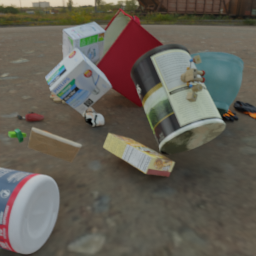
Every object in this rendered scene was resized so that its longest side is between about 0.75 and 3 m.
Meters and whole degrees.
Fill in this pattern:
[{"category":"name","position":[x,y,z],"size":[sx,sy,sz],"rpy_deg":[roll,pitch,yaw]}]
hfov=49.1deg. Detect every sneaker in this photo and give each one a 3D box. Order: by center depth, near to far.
[{"category":"sneaker","position":[-1.450,-0.424,10.470],"size":[0.534,0.492,1.335],"rpy_deg":[-21,32,-33]}]

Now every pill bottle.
[{"category":"pill bottle","position":[-2.691,1.462,5.408],"size":[2.347,1.403,1.403],"rpy_deg":[6,26,15]}]

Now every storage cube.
[{"category":"storage cube","position":[0.061,-2.979,12.033],"size":[2.689,2.992,2.557],"rpy_deg":[31,18,-27]}]

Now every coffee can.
[{"category":"coffee can","position":[1.305,-0.765,7.763],"size":[1.822,1.822,2.489],"rpy_deg":[-10,65,-21]}]

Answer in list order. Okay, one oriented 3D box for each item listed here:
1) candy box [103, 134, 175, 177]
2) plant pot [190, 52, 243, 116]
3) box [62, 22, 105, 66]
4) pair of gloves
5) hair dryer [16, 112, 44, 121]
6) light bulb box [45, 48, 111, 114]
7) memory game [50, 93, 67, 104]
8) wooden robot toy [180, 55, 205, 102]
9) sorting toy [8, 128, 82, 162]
[{"category":"candy box","position":[0.258,0.722,7.576],"size":[1.743,0.482,1.006],"rpy_deg":[25,6,43]},{"category":"plant pot","position":[2.707,-1.320,9.853],"size":[2.550,1.709,2.550],"rpy_deg":[3,-10,0]},{"category":"box","position":[-1.653,-2.895,10.270],"size":[1.358,1.539,0.744],"rpy_deg":[-28,59,-33]},{"category":"pair of gloves","position":[4.338,-0.735,11.408],"size":[2.003,0.248,1.785],"rpy_deg":[-5,26,-12]},{"category":"hair dryer","position":[-3.687,-0.495,10.841],"size":[1.075,0.292,0.818],"rpy_deg":[15,28,27]},{"category":"light bulb box","position":[-1.720,-1.602,9.782],"size":[1.555,1.569,0.979],"rpy_deg":[-42,46,9]},{"category":"memory game","position":[-2.552,-1.572,13.283],"size":[2.301,0.147,2.301],"rpy_deg":[0,26,0]},{"category":"wooden robot toy","position":[1.504,-1.164,6.763],"size":[0.503,1.141,0.518],"rpy_deg":[7,-7,-33]},{"category":"sorting toy","position":[-2.049,0.309,6.782],"size":[1.723,1.274,0.254],"rpy_deg":[22,61,-13]}]
